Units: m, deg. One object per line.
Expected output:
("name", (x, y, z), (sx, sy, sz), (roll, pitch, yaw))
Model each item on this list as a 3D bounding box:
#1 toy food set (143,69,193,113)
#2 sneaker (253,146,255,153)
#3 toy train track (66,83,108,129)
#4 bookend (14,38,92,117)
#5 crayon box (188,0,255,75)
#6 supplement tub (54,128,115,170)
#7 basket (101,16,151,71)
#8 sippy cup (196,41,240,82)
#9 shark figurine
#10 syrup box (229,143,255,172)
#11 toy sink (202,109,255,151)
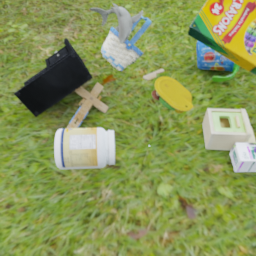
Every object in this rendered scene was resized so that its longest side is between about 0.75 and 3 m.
("toy food set", (0.967, -0.808, 6.831), (1.319, 0.431, 0.776), (45, 53, 10))
("sneaker", (3.400, 0.607, 6.427), (1.005, 0.405, 0.419), (7, 13, 40))
("toy train track", (-1.813, -0.664, 11.127), (1.567, 0.444, 2.731), (37, 61, -15))
("bookend", (-3.098, -2.172, 11.470), (2.688, 1.246, 2.705), (-34, 33, 2))
("crayon box", (3.574, -3.074, 8.783), (2.843, 0.722, 1.805), (33, 90, 7))
("supplement tub", (-1.180, 0.575, 7.871), (1.594, 1.151, 1.151), (-1, 52, -5))
("basket", (-0.032, -3.142, 10.049), (1.380, 1.984, 1.750), (32, 18, -20))
("sippy cup", (3.985, -3.352, 12.568), (1.741, 1.866, 2.376), (-2, 38, 12))
("shark figurine", (-0.374, -3.510, 8.553), (1.148, 0.802, 1.922), (-47, 51, 11))
("syrup box", (4.587, 1.014, 9.639), (1.898, 0.773, 0.747), (0, 51, -1))
("toy sink", (3.796, 0.051, 10.212), (1.879, 1.053, 1.225), (3, 52, 3))
